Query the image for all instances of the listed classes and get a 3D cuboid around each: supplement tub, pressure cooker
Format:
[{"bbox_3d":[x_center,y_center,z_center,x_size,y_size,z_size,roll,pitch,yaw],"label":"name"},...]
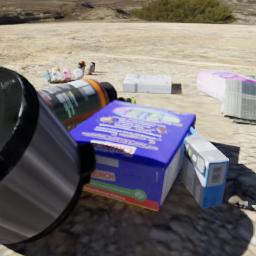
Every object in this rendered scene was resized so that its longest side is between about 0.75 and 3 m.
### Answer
[{"bbox_3d":[-1.580,-0.639,8.354,1.458,1.458,2.727,22,32,39],"label":"supplement tub"},{"bbox_3d":[-1.965,0.621,4.470,2.272,2.584,2.308,23,67,29],"label":"pressure cooker"}]

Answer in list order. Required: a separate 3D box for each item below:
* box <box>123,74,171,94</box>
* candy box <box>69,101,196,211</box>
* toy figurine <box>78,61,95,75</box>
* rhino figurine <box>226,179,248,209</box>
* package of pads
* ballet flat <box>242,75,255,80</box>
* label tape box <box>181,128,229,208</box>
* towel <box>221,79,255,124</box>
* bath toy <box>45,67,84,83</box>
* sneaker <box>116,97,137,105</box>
[{"bbox_3d":[0.878,-1.988,12.449,2.044,0.421,1.594,2,26,6],"label":"box"},{"bbox_3d":[0.084,0.410,6.505,2.377,1.083,2.812,11,26,22],"label":"candy box"},{"bbox_3d":[-2.197,-3.140,14.772,0.872,0.616,0.885,7,24,2],"label":"toy figurine"},{"bbox_3d":[2.188,1.285,5.619,0.390,0.267,0.892,10,25,20],"label":"rhino figurine"},{"bbox_3d":[3.944,-1.681,11.236,1.415,0.888,2.348,-11,27,-15],"label":"package of pads"},{"bbox_3d":[5.854,-1.822,11.978,2.066,0.767,0.767,5,25,15],"label":"ballet flat"},{"bbox_3d":[1.426,0.764,5.799,0.482,1.045,1.459,-7,26,-15],"label":"label tape box"},{"bbox_3d":[4.067,-0.841,9.341,1.785,0.320,1.854,12,53,10],"label":"towel"},{"bbox_3d":[-3.019,-2.532,13.415,1.783,0.775,0.659,-5,-11,-10],"label":"bath toy"},{"bbox_3d":[-0.179,-0.616,8.676,0.601,0.693,1.675,-9,2,-34],"label":"sneaker"}]
